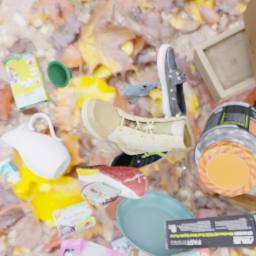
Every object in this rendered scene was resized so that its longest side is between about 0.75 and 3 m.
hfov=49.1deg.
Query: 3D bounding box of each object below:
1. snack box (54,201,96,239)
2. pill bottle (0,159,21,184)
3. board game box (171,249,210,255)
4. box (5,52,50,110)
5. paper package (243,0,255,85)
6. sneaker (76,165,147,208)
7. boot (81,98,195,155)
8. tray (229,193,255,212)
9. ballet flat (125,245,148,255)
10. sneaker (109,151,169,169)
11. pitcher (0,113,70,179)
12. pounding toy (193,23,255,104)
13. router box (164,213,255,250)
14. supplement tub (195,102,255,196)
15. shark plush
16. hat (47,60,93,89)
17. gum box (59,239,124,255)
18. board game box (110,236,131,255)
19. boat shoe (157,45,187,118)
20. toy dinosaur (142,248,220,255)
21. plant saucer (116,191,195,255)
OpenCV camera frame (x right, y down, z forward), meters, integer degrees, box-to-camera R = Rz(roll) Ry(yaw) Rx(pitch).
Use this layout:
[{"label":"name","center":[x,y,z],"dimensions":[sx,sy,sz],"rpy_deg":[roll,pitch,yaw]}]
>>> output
[{"label":"snack box","center":[-1.525,2.607,7.980],"dimensions":[1.003,0.266,0.713],"rpy_deg":[-16,56,-24]},{"label":"pill bottle","center":[-4.286,1.610,10.189],"dimensions":[0.495,0.495,0.893],"rpy_deg":[-40,84,-5]},{"label":"board game box","center":[1.183,3.190,6.668],"dimensions":[0.981,1.282,0.258],"rpy_deg":[-3,65,-29]},{"label":"box","center":[-3.871,-1.811,10.687],"dimensions":[1.191,0.491,2.031],"rpy_deg":[-18,85,-2]},{"label":"paper package","center":[4.160,-2.662,7.732],"dimensions":[1.233,2.272,2.384],"rpy_deg":[-10,82,11]},{"label":"sneaker","center":[-0.452,1.616,7.564],"dimensions":[1.057,2.715,1.116],"rpy_deg":[-3,88,-36]},{"label":"boot","center":[0.380,-0.021,7.698],"dimensions":[2.315,2.979,1.084],"rpy_deg":[-3,62,34]},{"label":"tray","center":[3.758,2.272,8.583],"dimensions":[0.595,1.206,0.223],"rpy_deg":[-13,92,-20]},{"label":"ballet flat","center":[0.270,4.680,9.434],"dimensions":[1.096,0.926,2.897],"rpy_deg":[16,87,-5]},{"label":"sneaker","center":[0.478,1.013,9.973],"dimensions":[2.604,1.078,0.934],"rpy_deg":[-29,83,-4]},{"label":"pitcher","center":[-3.034,0.597,10.035],"dimensions":[2.235,1.355,1.917],"rpy_deg":[34,64,11]},{"label":"pounding toy","center":[4.098,-2.219,10.285],"dimensions":[2.600,1.848,2.394],"rpy_deg":[-26,82,7]},{"label":"router box","center":[2.390,2.703,7.307],"dimensions":[2.358,1.767,0.733],"rpy_deg":[-19,65,34]},{"label":"supplement tub","center":[2.855,0.486,7.742],"dimensions":[1.741,2.841,1.741],"rpy_deg":[10,117,21]},{"label":"shark plush","center":[0.566,-1.391,10.501],"dimensions":[1.711,0.712,0.777],"rpy_deg":[-7,82,-1]},{"label":"hat","center":[-1.674,-1.531,7.844],"dimensions":[0.907,0.799,0.751],"rpy_deg":[45,126,5]},{"label":"gum box","center":[-0.910,3.481,6.812],"dimensions":[0.647,1.955,1.110],"rpy_deg":[-16,51,28]},{"label":"board game box","center":[-0.125,4.364,9.959],"dimensions":[0.701,0.170,0.927],"rpy_deg":[-23,83,-3]},{"label":"boat shoe","center":[1.414,-1.372,8.439],"dimensions":[0.745,0.786,2.248],"rpy_deg":[4,103,39]},{"label":"toy dinosaur","center":[1.015,3.865,7.417],"dimensions":[2.753,1.462,0.832],"rpy_deg":[-18,90,-18]},{"label":"plant saucer","center":[0.929,3.199,9.170],"dimensions":[2.786,2.786,0.501],"rpy_deg":[14,117,2]}]
